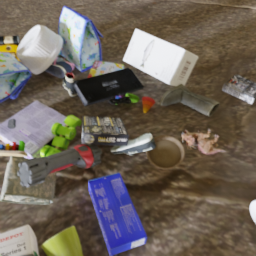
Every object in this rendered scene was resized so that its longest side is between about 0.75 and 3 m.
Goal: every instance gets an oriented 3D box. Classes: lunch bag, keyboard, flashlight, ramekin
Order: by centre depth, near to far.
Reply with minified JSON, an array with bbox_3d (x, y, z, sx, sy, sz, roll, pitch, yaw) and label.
[{"bbox_3d":[-3.123,1.730,9.028,1.603,0.942,1.314,13,57,-25],"label":"lunch bag"},{"bbox_3d":[-2.129,1.167,9.075,0.954,0.951,2.809,-14,3,43],"label":"flashlight"},{"bbox_3d":[-0.698,-1.636,12.239,2.995,0.384,1.798,-21,65,-29],"label":"keyboard"},{"bbox_3d":[-6.054,-2.307,12.649,2.696,1.718,2.293,-37,55,-22],"label":"lunch bag"},{"bbox_3d":[-4.434,-3.938,13.808,2.296,1.205,2.296,-24,48,30],"label":"ramekin"},{"bbox_3d":[-2.478,-4.591,14.275,1.654,2.596,2.207,-32,52,-27],"label":"lunch bag"}]

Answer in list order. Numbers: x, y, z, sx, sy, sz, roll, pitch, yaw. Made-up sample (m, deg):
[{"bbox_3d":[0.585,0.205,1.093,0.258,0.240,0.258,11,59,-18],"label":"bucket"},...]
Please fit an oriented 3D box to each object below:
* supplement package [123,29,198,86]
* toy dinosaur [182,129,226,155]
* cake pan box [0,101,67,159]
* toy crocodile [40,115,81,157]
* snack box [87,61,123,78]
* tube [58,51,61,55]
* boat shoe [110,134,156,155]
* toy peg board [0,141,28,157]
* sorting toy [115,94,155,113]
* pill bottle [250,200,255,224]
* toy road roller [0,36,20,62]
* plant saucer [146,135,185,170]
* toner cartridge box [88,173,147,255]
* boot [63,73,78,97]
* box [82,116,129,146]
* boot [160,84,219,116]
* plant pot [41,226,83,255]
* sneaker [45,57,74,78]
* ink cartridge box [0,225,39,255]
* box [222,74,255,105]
[{"bbox_3d":[1.500,-3.263,13.222,2.827,1.652,1.658,33,20,29],"label":"supplement package"},{"bbox_3d":[2.785,0.623,10.550,1.600,0.687,1.084,41,66,17],"label":"toy dinosaur"},{"bbox_3d":[-3.617,0.091,11.065,2.394,0.626,2.205,27,53,24],"label":"cake pan box"},{"bbox_3d":[-2.480,0.622,10.214,0.827,0.756,2.450,16,72,18],"label":"toy crocodile"},{"bbox_3d":[-1.091,-2.465,13.558,1.496,0.600,1.773,10,47,5],"label":"snack box"},{"bbox_3d":[-3.658,-4.455,15.688,2.023,0.510,0.783,-33,40,-21],"label":"tube"},{"bbox_3d":[0.167,0.735,10.211,1.758,0.530,0.665,-17,22,32],"label":"boat shoe"},{"bbox_3d":[-3.852,0.679,9.312,0.923,0.927,0.454,4,77,-13],"label":"toy peg board"},{"bbox_3d":[0.232,-1.074,12.371,1.862,0.646,0.641,13,73,19],"label":"sorting toy"},{"bbox_3d":[5.050,2.163,8.399,2.641,1.479,1.479,-20,49,-19],"label":"pill bottle"},{"bbox_3d":[-6.260,-4.120,15.115,1.025,1.218,1.668,-4,83,-4],"label":"toy road roller"},{"bbox_3d":[1.368,0.914,10.371,1.425,0.210,1.425,0,57,1],"label":"plant saucer"},{"bbox_3d":[-0.397,2.549,8.601,1.114,0.506,2.346,-11,46,-17],"label":"toner cartridge box"},{"bbox_3d":[-2.728,-2.192,13.004,0.496,1.038,1.374,-20,49,-19],"label":"boot"},{"bbox_3d":[-0.916,0.074,10.454,1.610,0.491,1.998,5,19,-12],"label":"box"},{"bbox_3d":[2.677,-1.054,12.222,1.856,0.741,2.041,-36,62,-27],"label":"boot"},{"bbox_3d":[-1.642,3.397,7.559,0.993,0.993,1.062,-27,72,-24],"label":"plant pot"},{"bbox_3d":[-3.791,-3.314,14.302,2.391,0.839,0.981,32,52,21],"label":"sneaker"},{"bbox_3d":[-3.095,3.851,7.116,1.622,0.936,2.220,-15,47,-15],"label":"ink cartridge box"},{"bbox_3d":[5.406,-1.835,13.111,1.533,0.382,1.209,33,54,28],"label":"box"}]
